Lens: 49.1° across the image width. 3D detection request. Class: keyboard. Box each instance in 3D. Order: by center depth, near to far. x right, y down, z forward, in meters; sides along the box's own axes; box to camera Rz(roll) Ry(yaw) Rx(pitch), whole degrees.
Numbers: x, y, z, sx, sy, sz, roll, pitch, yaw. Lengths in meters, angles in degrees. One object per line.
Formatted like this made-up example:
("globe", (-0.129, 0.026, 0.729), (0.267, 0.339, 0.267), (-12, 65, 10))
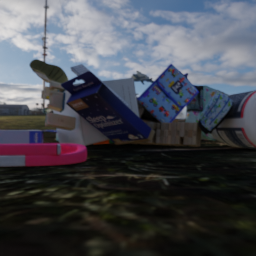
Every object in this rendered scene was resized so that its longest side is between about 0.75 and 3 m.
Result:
("keyboard", (-0.918, -1.339, 9.155), (0.628, 2.232, 0.119), (-39, -13, -47))

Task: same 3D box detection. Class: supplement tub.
("supplement tub", (3.682, -0.239, 8.534), (1.747, 1.747, 2.490), (0, 1, -12))

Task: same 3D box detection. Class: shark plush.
("shark plush", (0.598, -1.895, 10.934), (1.028, 0.428, 0.467), (12, 34, 5))

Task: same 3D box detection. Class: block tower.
("block tower", (1.088, 0.206, 9.255), (2.632, 0.761, 0.711), (3, -7, 33))

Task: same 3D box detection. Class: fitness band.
("fitness band", (-1.829, 0.463, 5.388), (2.050, 0.384, 1.472), (1, 0, -10))

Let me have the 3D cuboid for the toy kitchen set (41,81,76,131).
("toy kitchen set", (-2.339, -0.625, 9.246), (0.894, 1.517, 1.215), (12, -19, -31))

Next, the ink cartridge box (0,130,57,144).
("ink cartridge box", (-3.853, 0.332, 9.246), (2.929, 0.615, 1.748), (-1, -1, -16))

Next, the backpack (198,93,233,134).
("backpack", (2.517, -0.460, 8.037), (1.083, 0.832, 0.883), (-40, -1, 37))

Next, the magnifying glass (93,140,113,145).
("magnifying glass", (-0.531, 0.501, 10.376), (1.559, 0.175, 0.620), (-3, -2, 6))

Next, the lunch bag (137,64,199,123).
("lunch bag", (1.600, -1.317, 10.910), (1.564, 2.078, 0.977), (43, 4, -5))

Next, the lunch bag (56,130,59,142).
("lunch bag", (-2.188, 0.310, 11.932), (1.618, 0.624, 1.298), (0, -2, -35))

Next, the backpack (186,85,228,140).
("backpack", (3.928, -0.634, 13.730), (2.279, 2.592, 1.987), (10, 0, -45))

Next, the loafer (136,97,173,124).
("loafer", (0.711, -0.653, 11.702), (2.486, 0.894, 0.782), (11, 37, -7))

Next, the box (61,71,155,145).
("box", (-0.685, -0.439, 8.319), (1.673, 0.448, 2.762), (-10, -44, 49))

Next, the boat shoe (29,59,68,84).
("boat shoe", (-2.761, -1.906, 10.042), (1.654, 0.618, 0.566), (32, -19, 19))

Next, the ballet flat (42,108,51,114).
("ballet flat", (-2.954, -0.805, 10.824), (0.282, 0.761, 0.282), (41, -11, 10))

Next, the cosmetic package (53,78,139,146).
("cosmetic package", (-1.226, -0.628, 10.528), (2.527, 2.102, 2.114), (-13, 8, -36))

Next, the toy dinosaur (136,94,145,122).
("toy dinosaur", (0.953, -0.491, 13.531), (2.755, 1.867, 1.182), (26, -9, 1))
